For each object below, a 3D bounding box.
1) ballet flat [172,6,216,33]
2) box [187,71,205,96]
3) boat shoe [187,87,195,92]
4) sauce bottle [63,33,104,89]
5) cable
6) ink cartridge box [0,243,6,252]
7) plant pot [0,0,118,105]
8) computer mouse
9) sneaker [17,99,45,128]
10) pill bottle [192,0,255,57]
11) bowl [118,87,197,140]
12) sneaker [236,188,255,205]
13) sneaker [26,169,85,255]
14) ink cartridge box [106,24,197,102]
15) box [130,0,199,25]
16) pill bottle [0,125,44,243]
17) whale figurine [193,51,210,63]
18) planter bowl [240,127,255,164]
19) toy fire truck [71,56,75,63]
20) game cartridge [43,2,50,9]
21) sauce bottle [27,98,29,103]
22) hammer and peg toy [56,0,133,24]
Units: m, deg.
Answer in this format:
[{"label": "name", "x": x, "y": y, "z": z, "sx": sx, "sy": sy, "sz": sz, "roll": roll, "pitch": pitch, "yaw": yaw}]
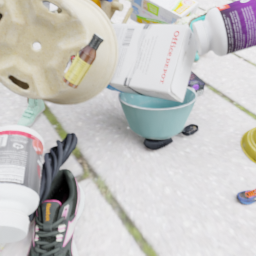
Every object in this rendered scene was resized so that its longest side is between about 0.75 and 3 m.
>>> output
[{"label": "ballet flat", "x": 2.181, "y": -3.072, "z": 8.455, "sx": 0.905, "sy": 1.070, "sz": 2.830, "roll": 12, "pitch": 25, "yaw": 42}, {"label": "box", "x": 2.260, "y": -1.616, "z": 10.251, "sx": 0.609, "sy": 0.528, "sz": 0.996, "roll": -17, "pitch": 46, "yaw": -17}, {"label": "boat shoe", "x": 1.110, "y": -1.371, "z": 9.744, "sx": 2.500, "sy": 0.873, "sz": 0.886, "roll": 21, "pitch": 48, "yaw": 20}, {"label": "sauce bottle", "x": -0.650, "y": -0.989, "z": 4.135, "sx": 0.281, "sy": 0.851, "sz": 0.281, "roll": 34, "pitch": 15, "yaw": -11}, {"label": "cable", "x": -1.909, "y": 1.000, "z": 6.476, "sx": 0.677, "sy": 2.175, "sz": 2.666, "roll": 31, "pitch": 35, "yaw": -7}, {"label": "ink cartridge box", "x": -3.118, "y": 2.374, "z": 6.112, "sx": 0.841, "sy": 0.487, "sz": 1.447, "roll": 14, "pitch": 46, "yaw": 14}, {"label": "plant pot", "x": -1.572, "y": -1.658, "z": 5.867, "sx": 2.748, "sy": 2.748, "sz": 2.516, "roll": -1, "pitch": 13, "yaw": -1}, {"label": "computer mouse", "x": 1.343, "y": 0.282, "z": 8.492, "sx": 1.985, "sy": 0.338, "sz": 0.582, "roll": -15, "pitch": 32, "yaw": -22}, {"label": "sneaker", "x": -3.205, "y": -0.594, "z": 9.007, "sx": 0.486, "sy": 0.779, "sz": 1.320, "roll": 14, "pitch": 47, "yaw": 12}, {"label": "pill bottle", "x": 2.493, "y": -2.281, "z": 6.270, "sx": 1.940, "sy": 1.091, "sz": 1.091, "roll": -15, "pitch": 43, "yaw": 9}, {"label": "bowl", "x": 0.844, "y": -0.449, "z": 8.316, "sx": 2.273, "sy": 1.189, "sz": 2.273, "roll": -1, "pitch": 25, "yaw": 0}, {"label": "sneaker", "x": 3.184, "y": 1.628, "z": 6.960, "sx": 1.016, "sy": 0.398, "sz": 0.383, "roll": -7, "pitch": 43, "yaw": -7}, {"label": "sneaker", "x": -1.622, "y": 2.110, "z": 5.845, "sx": 1.162, "sy": 1.249, "sz": 2.893, "roll": -3, "pitch": 44, "yaw": -1}, {"label": "ink cartridge box", "x": 0.452, "y": -1.752, "z": 7.447, "sx": 2.349, "sy": 1.008, "sz": 1.720, "roll": 15, "pitch": 86, "yaw": 31}, {"label": "box", "x": 1.126, "y": -3.807, "z": 9.159, "sx": 1.972, "sy": 1.109, "sz": 0.999, "roll": 36, "pitch": 63, "yaw": 20}, {"label": "pill bottle", "x": -1.909, "y": 0.878, "z": 4.528, "sx": 0.948, "sy": 0.948, "sz": 1.713, "roll": -4, "pitch": 50, "yaw": -5}, {"label": "whale figurine", "x": 2.662, "y": -3.673, "z": 11.883, "sx": 1.896, "sy": 1.237, "sz": 2.384, "roll": 11, "pitch": 45, "yaw": 11}, {"label": "planter bowl", "x": 4.237, "y": 0.352, "z": 8.059, "sx": 1.761, "sy": 0.733, "sz": 1.761, "roll": 0, "pitch": 43, "yaw": 0}, {"label": "toy fire truck", "x": -2.162, "y": -2.952, "z": 11.763, "sx": 0.694, "sy": 0.507, "sz": 0.789, "roll": -28, "pitch": 60, "yaw": -25}, {"label": "game cartridge", "x": -3.293, "y": -3.421, "z": 8.145, "sx": 0.426, "sy": 1.438, "sz": 2.219, "roll": 12, "pitch": 11, "yaw": 35}, {"label": "sauce bottle", "x": -3.353, "y": -1.339, "z": 10.048, "sx": 0.449, "sy": 0.449, "sz": 1.359, "roll": -7, "pitch": 42, "yaw": -7}, {"label": "hammer and peg toy", "x": -0.826, "y": -3.154, "z": 7.833, "sx": 0.792, "sy": 2.245, "sz": 1.652, "roll": 29, "pitch": 88, "yaw": 28}]
